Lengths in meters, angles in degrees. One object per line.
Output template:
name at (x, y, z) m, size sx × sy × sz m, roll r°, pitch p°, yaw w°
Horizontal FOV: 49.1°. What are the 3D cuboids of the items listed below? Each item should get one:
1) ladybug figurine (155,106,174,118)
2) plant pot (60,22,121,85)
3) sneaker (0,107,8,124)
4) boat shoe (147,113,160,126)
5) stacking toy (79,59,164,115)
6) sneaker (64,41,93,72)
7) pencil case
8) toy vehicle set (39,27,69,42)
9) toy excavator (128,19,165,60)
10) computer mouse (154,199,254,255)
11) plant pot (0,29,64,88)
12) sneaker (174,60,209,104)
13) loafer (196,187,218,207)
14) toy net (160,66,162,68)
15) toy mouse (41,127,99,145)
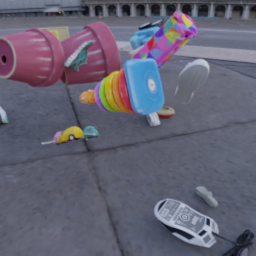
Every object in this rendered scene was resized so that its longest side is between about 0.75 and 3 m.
ladybug figurine at (1.600, -0.722, 12.929) m, size 1.103 × 0.397 × 0.748 m, roll 14°, pitch 29°, yaw 26°
plant pot at (-1.718, -2.671, 10.832) m, size 2.092 × 2.337 × 2.337 m, roll -23°, pitch 33°, yaw -22°
sneaker at (-5.976, -0.607, 12.471) m, size 0.779 × 0.663 × 1.709 m, roll -22°, pitch 32°, yaw -31°
boat shoe at (1.111, -0.476, 12.439) m, size 0.434 × 0.488 × 1.327 m, roll 1°, pitch 36°, yaw -8°
stacking toy at (-0.418, -0.964, 7.880) m, size 2.597 × 1.425 × 1.507 m, roll -6°, pitch 10°, yaw 36°
sneaker at (-1.525, -2.340, 9.222) m, size 1.202 × 0.548 × 0.466 m, roll -46°, pitch 18°, yaw 4°
pencil case at (1.187, -2.771, 9.409) m, size 1.067 × 1.067 × 2.414 m, roll -27°, pitch -7°, yaw -43°
toy vehicle set at (-3.338, -4.093, 12.576) m, size 1.356 × 0.843 × 0.180 m, roll -8°, pitch -15°, yaw -12°
toy excavator at (0.739, -3.503, 12.244) m, size 2.922 × 1.460 × 2.841 m, roll -36°, pitch 26°, yaw -22°
computer mouse at (1.637, 2.388, 6.503) m, size 2.246 × 0.493 × 1.232 m, roll 22°, pitch 38°, yaw 28°
plant pot at (-3.346, -2.253, 9.066) m, size 1.940 × 1.940 × 1.736 m, roll 14°, pitch 18°, yaw 27°
sneaker at (2.187, -1.900, 9.499) m, size 0.844 × 2.292 × 1.325 m, roll 21°, pitch 67°, yaw 1°
loafer at (2.203, 1.872, 7.731) m, size 0.289 × 0.290 × 0.829 m, roll -18°, pitch 30°, yaw -17°
toy net at (1.163, -2.581, 11.273) m, size 0.160 × 0.434 × 0.826 m, roll -16°, pitch 39°, yaw -2°
toy mouse at (-1.257, 0.170, 6.791) m, size 1.546 × 0.299 × 1.374 m, roll -12°, pitch -4°, yaw 15°
